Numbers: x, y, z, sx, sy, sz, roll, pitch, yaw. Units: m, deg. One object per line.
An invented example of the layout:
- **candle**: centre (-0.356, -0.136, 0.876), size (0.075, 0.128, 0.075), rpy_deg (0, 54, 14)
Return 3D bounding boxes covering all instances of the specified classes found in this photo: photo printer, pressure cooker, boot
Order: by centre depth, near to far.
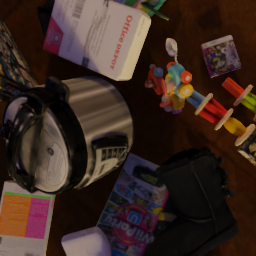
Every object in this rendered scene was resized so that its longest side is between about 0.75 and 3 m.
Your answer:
- **pressure cooker**: centre (-1.482, 0.173, 6.429), size (2.472, 2.767, 2.434), rpy_deg (-13, 97, 40)
- **boot**: centre (1.229, 1.825, 6.457), size (2.718, 1.006, 2.227), rpy_deg (-22, 97, -16)
- **photo printer**: centre (-0.964, 2.868, 6.720), size (1.040, 0.361, 0.865), rpy_deg (-19, 100, 13)

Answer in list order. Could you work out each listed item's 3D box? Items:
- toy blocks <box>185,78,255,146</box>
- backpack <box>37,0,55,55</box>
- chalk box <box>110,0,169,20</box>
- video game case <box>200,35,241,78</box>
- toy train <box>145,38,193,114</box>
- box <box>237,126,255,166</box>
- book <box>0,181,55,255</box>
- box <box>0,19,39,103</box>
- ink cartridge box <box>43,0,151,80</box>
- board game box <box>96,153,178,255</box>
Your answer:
- **toy blocks**: centre (2.690, -0.754, 7.763), size (2.033, 0.738, 1.694), rpy_deg (40, 73, 10)
- **backpack**: centre (-1.544, -2.898, 7.941), size (1.689, 1.069, 1.410), rpy_deg (-17, 92, -1)
- **chalk box**: centre (0.059, -3.763, 7.521), size (1.592, 1.603, 2.568), rpy_deg (-41, 83, 27)
- **video game case**: centre (2.716, -2.096, 8.213), size (0.913, 0.180, 1.008), rpy_deg (-17, 89, 4)
- **toy train**: centre (0.871, -1.171, 7.106), size (0.611, 2.196, 1.649), rpy_deg (-24, 79, -10)
- **box**: centre (3.921, 0.408, 7.638), size (1.186, 0.366, 1.485), rpy_deg (39, 86, -3)
- **book**: centre (-2.800, 2.552, 7.600), size (1.355, 0.488, 2.029), rpy_deg (9, 83, -4)
- **box**: centre (-3.377, -1.959, 6.897), size (0.699, 2.793, 2.814), rpy_deg (-30, 83, 2)
- **ink cartridge box**: centre (-0.742, -2.230, 6.689), size (2.150, 0.907, 1.556), rpy_deg (25, 106, 15)
- **board game box**: centre (0.376, 2.269, 7.440), size (1.961, 0.854, 2.658), rpy_deg (24, 86, 2)
